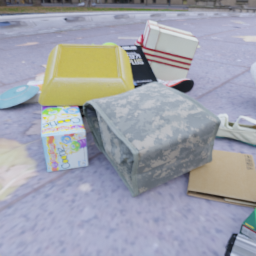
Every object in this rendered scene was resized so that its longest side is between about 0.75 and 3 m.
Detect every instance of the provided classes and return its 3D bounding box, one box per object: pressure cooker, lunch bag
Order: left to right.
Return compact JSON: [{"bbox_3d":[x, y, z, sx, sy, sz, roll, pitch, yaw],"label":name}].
[{"bbox_3d":[0.390,-0.034,6.743,2.196,1.574,2.678,-20,43,-21],"label":"lunch bag"},{"bbox_3d":[1.837,2.039,4.031,0.891,0.796,0.784,15,28,28],"label":"pressure cooker"}]

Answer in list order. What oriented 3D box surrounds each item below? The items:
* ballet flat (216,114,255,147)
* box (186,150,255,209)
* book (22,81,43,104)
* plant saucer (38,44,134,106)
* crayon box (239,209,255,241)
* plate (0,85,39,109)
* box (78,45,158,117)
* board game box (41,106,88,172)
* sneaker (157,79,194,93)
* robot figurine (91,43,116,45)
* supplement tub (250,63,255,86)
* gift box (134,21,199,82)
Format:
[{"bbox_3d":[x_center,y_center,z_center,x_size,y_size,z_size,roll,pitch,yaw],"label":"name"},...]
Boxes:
[{"bbox_3d":[2.986,-0.040,8.071,2.259,0.785,0.785,12,30,23],"label":"ballet flat"},{"bbox_3d":[2.204,1.066,6.535,1.507,0.196,1.844,7,29,14],"label":"box"},{"bbox_3d":[-3.590,-1.517,11.253,1.262,0.454,1.890,-3,27,0],"label":"book"},{"bbox_3d":[-1.195,-1.783,8.502,2.736,0.663,2.737,0,44,-7],"label":"plant saucer"},{"bbox_3d":[2.906,1.844,4.782,1.291,0.436,1.497,-24,36,-38],"label":"crayon box"},{"bbox_3d":[-4.222,-1.259,10.492,1.787,0.228,1.787,-13,30,8],"label":"plate"},{"bbox_3d":[-0.708,-1.735,9.983,2.932,1.263,2.401,-6,48,-13],"label":"box"},{"bbox_3d":[-1.717,0.134,7.417,1.012,1.030,1.964,-7,29,-13],"label":"board game box"},{"bbox_3d":[1.756,-1.755,11.468,1.840,0.614,0.986,-20,36,-28],"label":"sneaker"},{"bbox_3d":[-1.034,-3.705,14.443,1.893,1.248,2.158,7,23,8],"label":"robot figurine"},{"bbox_3d":[5.846,-2.010,9.233,2.921,1.927,1.927,-31,7,37],"label":"supplement tub"},{"bbox_3d":[1.405,-3.099,12.280,2.421,2.593,2.393,14,23,-5],"label":"gift box"}]
